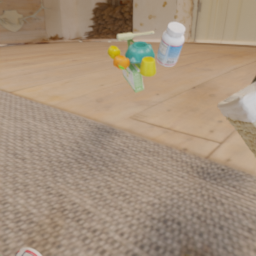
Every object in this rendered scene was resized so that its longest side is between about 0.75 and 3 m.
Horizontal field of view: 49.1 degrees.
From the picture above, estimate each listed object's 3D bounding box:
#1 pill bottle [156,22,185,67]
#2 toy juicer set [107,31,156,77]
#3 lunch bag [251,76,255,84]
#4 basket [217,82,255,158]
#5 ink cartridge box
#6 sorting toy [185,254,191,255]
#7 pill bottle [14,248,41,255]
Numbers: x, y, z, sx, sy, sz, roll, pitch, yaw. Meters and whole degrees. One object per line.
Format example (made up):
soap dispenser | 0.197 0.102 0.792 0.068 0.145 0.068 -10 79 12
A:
pill bottle | 1.337 -2.589 8.733 0.691 1.271 0.691 5 53 -7
toy juicer set | 0.121 -2.505 9.381 1.568 0.671 2.464 2 44 1
lunch bag | 4.435 -1.041 8.187 1.573 1.875 1.307 28 14 12
basket | 3.109 -0.238 5.371 1.903 1.732 2.808 -31 -3 11
ink cartridge box | 0.108 -2.554 11.146 0.459 1.913 1.392 -21 46 -10
sorting toy | 1.805 3.139 5.497 1.614 0.216 1.202 10 26 21
pill bottle | -2.169 2.953 5.365 0.674 0.674 1.127 8 26 17
